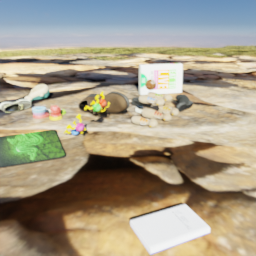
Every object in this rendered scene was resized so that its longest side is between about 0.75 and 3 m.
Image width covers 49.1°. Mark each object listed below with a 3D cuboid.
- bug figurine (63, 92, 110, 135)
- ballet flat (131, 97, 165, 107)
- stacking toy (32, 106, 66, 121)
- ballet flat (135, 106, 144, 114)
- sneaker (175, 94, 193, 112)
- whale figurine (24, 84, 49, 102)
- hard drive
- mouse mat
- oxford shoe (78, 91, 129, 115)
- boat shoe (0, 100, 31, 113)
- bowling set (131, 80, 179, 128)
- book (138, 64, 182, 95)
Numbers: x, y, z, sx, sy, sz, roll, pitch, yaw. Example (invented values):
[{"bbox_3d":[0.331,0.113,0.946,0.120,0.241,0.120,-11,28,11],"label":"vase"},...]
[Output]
[{"bbox_3d":[-1.425,-0.384,9.906,2.094,0.539,1.624,-47,5,-2],"label":"bug figurine"},{"bbox_3d":[0.983,-1.321,13.730,1.810,0.602,0.514,10,44,28],"label":"ballet flat"},{"bbox_3d":[-3.514,-0.831,12.588,1.405,0.593,1.272,4,21,11],"label":"stacking toy"},{"bbox_3d":[0.710,-0.790,12.829,0.390,0.390,1.087,-18,28,-39],"label":"ballet flat"},{"bbox_3d":[2.557,-1.259,13.549,0.864,0.497,1.656,42,33,26],"label":"sneaker"},{"bbox_3d":[-4.915,-1.782,15.254,1.092,0.712,1.372,21,53,36],"label":"whale figurine"},{"bbox_3d":[0.831,2.002,5.663,1.343,0.170,0.886,-9,22,-23],"label":"hard drive"},{"bbox_3d":[-3.320,0.617,9.490,2.073,0.097,2.576,-8,21,-20],"label":"mouse mat"},{"bbox_3d":[-1.130,-0.956,12.426,2.764,1.004,1.167,-1,26,40],"label":"oxford shoe"},{"bbox_3d":[-5.223,-0.992,13.180,1.435,0.513,0.429,-13,37,-37],"label":"boat shoe"},{"bbox_3d":[1.234,-1.086,11.835,1.338,1.735,2.493,14,28,26],"label":"bowling set"},{"bbox_3d":[1.885,-2.874,16.415,2.558,1.709,0.615,-6,21,-13],"label":"book"}]
